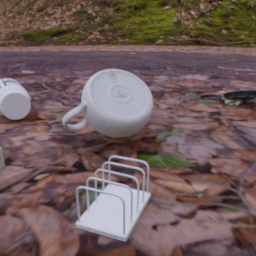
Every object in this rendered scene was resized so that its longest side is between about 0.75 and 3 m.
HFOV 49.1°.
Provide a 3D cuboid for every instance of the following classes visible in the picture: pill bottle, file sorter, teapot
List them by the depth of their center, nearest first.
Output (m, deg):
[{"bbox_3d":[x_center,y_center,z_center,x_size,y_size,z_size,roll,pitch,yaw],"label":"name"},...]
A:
[{"bbox_3d":[-0.245,1.311,5.686,1.046,0.939,1.508,8,22,20],"label":"file sorter"},{"bbox_3d":[-0.487,-0.553,8.913,2.381,1.739,2.350,27,52,-2],"label":"teapot"},{"bbox_3d":[-4.915,-1.216,11.760,1.373,1.373,2.371,-11,25,-27],"label":"pill bottle"}]

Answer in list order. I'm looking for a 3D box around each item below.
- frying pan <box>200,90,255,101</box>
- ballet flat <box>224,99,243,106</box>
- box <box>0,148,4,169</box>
[{"bbox_3d":[4.900,-1.552,13.572,2.771,0.451,1.676,-2,-3,16],"label":"frying pan"},{"bbox_3d":[5.017,-1.176,13.243,0.887,0.314,0.314,0,21,-2],"label":"ballet flat"},{"bbox_3d":[-4.257,0.822,7.462,1.708,0.584,0.702,5,21,15],"label":"box"}]
